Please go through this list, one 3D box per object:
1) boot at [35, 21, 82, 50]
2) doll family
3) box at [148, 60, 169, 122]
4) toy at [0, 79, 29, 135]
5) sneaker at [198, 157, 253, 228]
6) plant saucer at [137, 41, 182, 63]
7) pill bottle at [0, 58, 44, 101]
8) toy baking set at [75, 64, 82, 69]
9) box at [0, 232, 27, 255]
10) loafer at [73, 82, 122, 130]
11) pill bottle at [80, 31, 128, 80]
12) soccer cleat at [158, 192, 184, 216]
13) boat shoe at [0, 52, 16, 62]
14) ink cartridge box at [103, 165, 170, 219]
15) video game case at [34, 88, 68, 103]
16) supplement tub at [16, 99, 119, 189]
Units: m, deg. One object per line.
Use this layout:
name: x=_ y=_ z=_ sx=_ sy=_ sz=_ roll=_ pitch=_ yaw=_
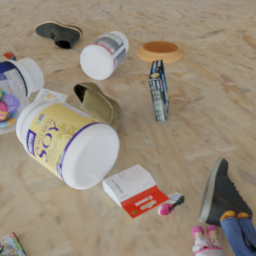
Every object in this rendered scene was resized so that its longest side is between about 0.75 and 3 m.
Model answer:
boot: x=-4.015 y=-4.976 z=15.164 sx=2.669 sy=1.034 sz=1.846 roll=4 pitch=41 yaw=7
doll family: x=2.422 y=2.235 z=4.831 sx=2.719 sy=1.225 sz=1.688 roll=-3 pitch=36 yaw=-4
box: x=1.035 y=-1.214 z=9.213 sx=0.378 sy=1.641 sz=1.304 roll=-4 pitch=37 yaw=16
toy: x=-3.508 y=-0.580 z=7.108 sx=0.627 sy=1.530 sz=2.657 roll=-28 pitch=-3 yaw=36
sneaker: x=2.295 y=1.527 z=6.414 sx=1.013 sy=0.713 sz=1.907 roll=20 pitch=45 yaw=13
plant saucer: x=1.592 y=-3.870 z=14.044 sx=2.260 sy=0.423 sz=2.260 roll=0 pitch=35 yaw=0
pill bottle: x=-4.374 y=-1.449 z=9.727 sx=1.529 sy=1.529 sz=2.642 roll=24 pitch=41 yaw=29
toy baking set: x=-2.041 y=-2.849 z=12.915 sx=0.602 sy=0.091 sz=0.784 roll=21 pitch=41 yaw=22
box: x=-2.285 y=2.445 z=5.487 sx=0.422 sy=0.133 sz=0.767 roll=-26 pitch=43 yaw=-31
loafer: x=-1.060 y=-0.724 z=9.004 sx=0.819 sy=0.923 sz=2.427 roll=1 pitch=30 yaw=-39
pill bottle: x=-0.927 y=-3.272 z=12.297 sx=1.483 sy=1.483 sz=2.560 roll=11 pitch=36 yaw=14
soccer cleat: x=0.934 y=1.730 z=6.410 sx=0.805 sy=0.281 sz=0.348 roll=-20 pitch=28 yaw=-32
boat shoe: x=-5.826 y=-2.897 z=12.367 sx=0.910 sy=0.800 sz=2.556 roll=7 pitch=35 yaw=12
ink cartridge box: x=0.166 y=1.428 z=6.557 sx=1.069 sy=0.375 sz=1.315 roll=-20 pitch=25 yaw=-26
video game case: x=-2.711 y=-0.751 z=9.400 sx=1.158 sy=0.133 sz=1.054 roll=18 pitch=73 yaw=24
supplement tub: x=-1.579 y=0.314 z=7.130 sx=2.315 sy=1.683 sz=1.683 roll=27 pitch=43 yaw=32
